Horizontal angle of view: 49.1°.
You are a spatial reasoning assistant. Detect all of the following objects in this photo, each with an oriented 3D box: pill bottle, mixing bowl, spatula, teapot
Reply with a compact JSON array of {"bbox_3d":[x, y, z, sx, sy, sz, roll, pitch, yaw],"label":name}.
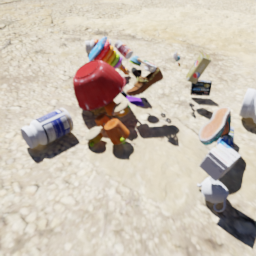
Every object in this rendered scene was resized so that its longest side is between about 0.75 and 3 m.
[{"bbox_3d":[-0.220,-3.641,13.029,0.479,0.479,0.875,-34,74,-36],"label":"pill bottle"},{"bbox_3d":[6.072,-0.703,11.416,2.635,1.526,1.526,19,42,24],"label":"pill bottle"},{"bbox_3d":[-1.458,-2.005,11.950,2.388,1.294,2.388,-20,39,17],"label":"mixing bowl"},{"bbox_3d":[-1.850,-5.084,17.536,1.602,0.878,0.878,-2,38,-3],"label":"pill bottle"},{"bbox_3d":[0.021,-1.348,12.286,0.657,0.239,2.325,6,16,-22],"label":"spatula"},{"bbox_3d":[-3.121,0.025,10.856,1.810,1.047,1.047,-29,47,-32],"label":"pill bottle"},{"bbox_3d":[2.613,2.027,8.659,0.883,0.654,0.895,36,20,5],"label":"teapot"}]

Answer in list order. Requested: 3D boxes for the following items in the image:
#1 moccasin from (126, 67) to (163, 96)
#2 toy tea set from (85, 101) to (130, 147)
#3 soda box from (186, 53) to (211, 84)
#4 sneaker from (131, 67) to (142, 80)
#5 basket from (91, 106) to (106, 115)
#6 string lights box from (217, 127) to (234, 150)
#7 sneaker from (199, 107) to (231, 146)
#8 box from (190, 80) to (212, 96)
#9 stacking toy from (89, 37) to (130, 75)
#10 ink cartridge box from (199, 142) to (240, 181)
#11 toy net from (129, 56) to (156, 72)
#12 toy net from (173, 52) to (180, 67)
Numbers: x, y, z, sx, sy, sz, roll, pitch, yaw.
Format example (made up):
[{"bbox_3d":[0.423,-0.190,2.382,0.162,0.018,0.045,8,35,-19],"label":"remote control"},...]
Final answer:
[{"bbox_3d":[0.640,-1.870,11.366,1.728,0.667,0.632,-32,29,-5],"label":"moccasin"},{"bbox_3d":[-0.552,-0.164,11.460,1.669,1.039,2.807,-16,33,30],"label":"toy tea set"},{"bbox_3d":[3.069,-2.596,12.260,0.448,1.324,0.424,15,44,-16],"label":"soda box"},{"bbox_3d":[0.428,-2.666,13.207,0.349,0.496,0.934,-17,56,-19],"label":"sneaker"},{"bbox_3d":[-1.315,-1.219,12.666,1.095,0.781,0.815,-25,45,-29],"label":"basket"},{"bbox_3d":[3.688,0.422,10.601,0.539,0.309,1.049,14,61,-1],"label":"string lights box"},{"bbox_3d":[3.134,0.104,9.721,0.750,0.840,2.102,0,32,42],"label":"sneaker"},{"bbox_3d":[3.443,-1.886,13.298,0.939,0.746,0.216,4,36,6],"label":"box"},{"bbox_3d":[-0.800,-3.552,14.858,2.316,1.271,1.344,35,45,-20],"label":"stacking toy"},{"bbox_3d":[2.626,0.958,8.059,0.671,0.659,0.911,43,39,24],"label":"ink cartridge box"},{"bbox_3d":[0.749,-2.564,11.597,0.993,0.366,1.893,18,17,-27],"label":"toy net"},{"bbox_3d":[2.170,-3.102,12.633,0.208,0.564,1.075,2,-1,22],"label":"toy net"}]
